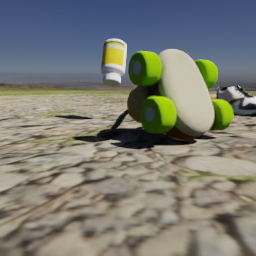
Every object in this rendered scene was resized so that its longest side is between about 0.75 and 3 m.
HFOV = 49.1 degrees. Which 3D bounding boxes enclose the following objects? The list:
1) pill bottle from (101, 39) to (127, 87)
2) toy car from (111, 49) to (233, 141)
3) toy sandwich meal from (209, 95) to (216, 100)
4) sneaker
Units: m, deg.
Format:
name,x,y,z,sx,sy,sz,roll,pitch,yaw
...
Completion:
name,x,y,z,sx,sy,sz,roll,pitch,yaw
pill bottle,-0.475,-2.104,9.128,0.776,1.394,0.776,4,-15,1
toy car,0.655,-0.399,6.503,2.037,1.957,2.480,-2,-20,-34
toy sandwich meal,4.925,-1.728,16.892,1.571,0.538,1.571,1,6,0
sneaker,4.389,-1.110,11.067,1.028,1.115,2.788,-3,11,-25
